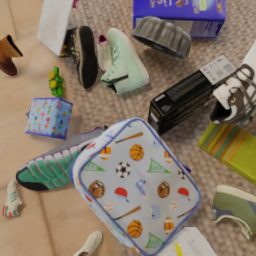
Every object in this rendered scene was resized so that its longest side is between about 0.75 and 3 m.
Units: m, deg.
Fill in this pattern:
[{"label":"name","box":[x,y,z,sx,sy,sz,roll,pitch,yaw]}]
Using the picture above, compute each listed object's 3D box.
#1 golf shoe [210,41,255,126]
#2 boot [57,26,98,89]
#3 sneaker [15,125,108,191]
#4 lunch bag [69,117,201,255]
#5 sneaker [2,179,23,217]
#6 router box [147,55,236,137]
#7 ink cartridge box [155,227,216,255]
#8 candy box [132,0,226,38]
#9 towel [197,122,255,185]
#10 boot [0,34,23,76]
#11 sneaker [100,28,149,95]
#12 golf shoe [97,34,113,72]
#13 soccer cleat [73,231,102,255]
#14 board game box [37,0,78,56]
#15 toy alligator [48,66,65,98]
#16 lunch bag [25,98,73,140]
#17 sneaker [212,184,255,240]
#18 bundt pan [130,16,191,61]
[{"label":"golf shoe","box":[2.649,-0.973,6.422,1.181,2.499,0.972,-10,43,-16]},{"label":"boot","box":[-1.601,-2.151,8.434,1.337,1.776,0.650,19,34,39]},{"label":"sneaker","box":[-1.664,0.787,7.546,2.676,0.996,1.171,-20,30,6]},{"label":"lunch bag","box":[0.277,1.321,6.563,2.340,1.104,2.921,-43,103,-22]},{"label":"sneaker","box":[-2.966,1.837,7.333,0.446,0.336,0.954,8,71,-10]},{"label":"router box","box":[1.604,-0.770,7.498,2.268,1.692,0.579,-32,73,-11]},{"label":"ink cartridge box","box":[1.211,3.139,6.426,1.467,1.066,1.061,-34,76,-12]},{"label":"candy box","box":[1.549,-4.202,9.047,2.788,1.074,2.357,4,72,0]},{"label":"towel","box":[3.375,0.774,7.722,2.769,0.250,1.192,35,75,11]},{"label":"boot","box":[-3.350,-2.050,8.052,1.242,1.169,0.425,2,37,39]},{"label":"sneaker","box":[-0.414,-2.009,8.408,1.261,0.787,2.138,-27,73,-11]},{"label":"golf shoe","box":[-0.749,-2.324,8.666,0.458,0.557,1.217,-12,72,-5]},{"label":"soccer cleat","box":[-0.953,2.916,6.778,0.960,0.372,0.333,-41,95,-31]},{"label":"board game box","box":[-2.130,-3.209,8.278,0.217,1.680,1.679,-2,33,-42]},{"label":"toy alligator","box":[-2.148,-1.157,8.332,0.394,0.431,1.452,-22,70,25]},{"label":"lunch bag","box":[-2.314,-0.294,7.687,1.370,0.645,1.032,7,83,27]},{"label":"sneaker","box":[3.220,2.283,6.932,2.358,0.791,1.058,20,74,11]},{"label":"bundt pan","box":[1.010,-2.601,8.009,1.822,1.822,0.684,26,102,9]}]
